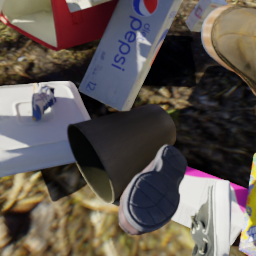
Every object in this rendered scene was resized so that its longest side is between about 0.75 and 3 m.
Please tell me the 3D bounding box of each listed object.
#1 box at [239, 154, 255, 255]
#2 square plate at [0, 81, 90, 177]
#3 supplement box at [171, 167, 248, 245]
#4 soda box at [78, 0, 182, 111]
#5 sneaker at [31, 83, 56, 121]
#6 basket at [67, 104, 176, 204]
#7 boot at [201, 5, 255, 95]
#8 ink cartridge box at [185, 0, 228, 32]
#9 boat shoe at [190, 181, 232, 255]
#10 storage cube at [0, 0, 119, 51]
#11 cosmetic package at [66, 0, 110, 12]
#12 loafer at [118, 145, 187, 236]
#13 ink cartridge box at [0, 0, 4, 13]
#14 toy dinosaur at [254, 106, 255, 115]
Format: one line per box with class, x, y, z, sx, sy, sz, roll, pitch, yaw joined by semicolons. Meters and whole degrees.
box;3.132;1.414;4.398;2.069;1.262;1.993;33;52;-3
square plate;-2.191;-0.228;6.534;2.782;0.399;2.809;-9;47;-27
supplement box;1.324;1.365;5.222;1.570;0.812;0.795;19;49;18
soda box;0.141;-1.679;5.164;0.919;2.691;0.854;26;7;7
sneaker;-1.919;-0.622;6.415;0.538;0.459;1.221;5;44;-15
basket;-0.023;0.340;5.839;1.905;1.296;1.718;-27;90;-30
boot;2.553;-0.758;4.049;2.999;1.120;1.454;21;14;-18
ink cartridge box;1.770;-2.586;6.345;0.563;0.778;0.329;-6;62;-32
boat shoe;0.826;1.059;2.851;0.392;1.384;0.475;4;39;19
storage cube;-1.146;-3.165;5.572;2.643;2.260;2.376;32;46;33
cosmetic package;-0.443;-2.103;4.290;0.511;0.361;0.987;9;35;42
loafer;0.321;0.831;3.682;0.643;0.564;1.789;43;31;4
ink cartridge box;-3.384;-1.615;4.714;1.143;1.984;2.719;14;90;8
toy dinosaur;4.134;-0.543;7.265;1.799;0.543;0.956;0;72;7
